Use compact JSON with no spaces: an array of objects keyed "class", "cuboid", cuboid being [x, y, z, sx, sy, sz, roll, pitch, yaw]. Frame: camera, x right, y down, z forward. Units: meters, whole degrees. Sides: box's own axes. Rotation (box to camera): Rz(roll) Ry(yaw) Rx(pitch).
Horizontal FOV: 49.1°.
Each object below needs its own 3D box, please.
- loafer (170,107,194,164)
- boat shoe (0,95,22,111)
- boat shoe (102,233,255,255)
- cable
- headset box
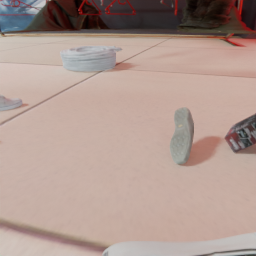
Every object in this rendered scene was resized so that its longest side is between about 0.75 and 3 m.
[{"class":"loafer","cuboid":[1.235,0.190,6.147,0.498,0.497,1.425,-13,48,35]},{"class":"boat shoe","cuboid":[-4.071,-0.815,8.912,1.385,0.453,0.509,-19,30,-38]},{"class":"boat shoe","cuboid":[0.897,1.645,2.840,2.382,0.842,0.759,-3,34,-2]},{"class":"cable","cuboid":[-2.113,-3.762,15.096,2.932,1.015,2.932,10,27,23]},{"class":"headset box","cuboid":[2.775,0.047,6.316,1.164,0.450,0.866,-33,0,38]}]
